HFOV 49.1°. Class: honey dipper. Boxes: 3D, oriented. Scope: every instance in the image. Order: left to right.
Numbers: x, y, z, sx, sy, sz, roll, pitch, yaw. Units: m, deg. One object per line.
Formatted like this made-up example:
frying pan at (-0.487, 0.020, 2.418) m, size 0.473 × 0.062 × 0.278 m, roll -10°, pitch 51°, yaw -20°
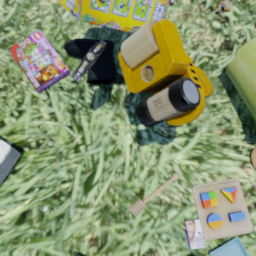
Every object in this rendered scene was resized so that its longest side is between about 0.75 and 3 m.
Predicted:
honey dipper at (0.836, 2.010, 8.690) m, size 1.868 × 0.355 × 0.355 m, roll -38°, pitch 78°, yaw -12°

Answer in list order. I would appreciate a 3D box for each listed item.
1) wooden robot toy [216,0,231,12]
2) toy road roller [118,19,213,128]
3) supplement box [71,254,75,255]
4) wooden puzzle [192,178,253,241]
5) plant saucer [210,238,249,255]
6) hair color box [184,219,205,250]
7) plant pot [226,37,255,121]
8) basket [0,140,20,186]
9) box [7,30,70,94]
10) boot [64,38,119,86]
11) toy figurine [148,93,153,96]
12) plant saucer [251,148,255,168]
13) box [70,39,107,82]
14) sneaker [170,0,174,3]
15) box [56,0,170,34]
wooden robot toy at (3.688, -4.581, 10.502) m, size 0.462 × 0.449 × 1.019 m, roll 42°, pitch 76°, yaw -26°
toy road roller at (0.895, -1.090, 5.992) m, size 1.558 × 1.312 × 2.135 m, roll -12°, pitch 80°, yaw -44°
supplement box at (-1.426, 4.862, 7.384) m, size 1.304 × 1.312 × 2.395 m, roll 17°, pitch 75°, yaw 5°
wooden puzzle at (2.881, 2.464, 8.520) m, size 1.533 × 0.383 × 1.655 m, roll -9°, pitch 75°, yaw -3°
plant saucer at (3.473, 4.705, 7.985) m, size 1.013 × 0.275 × 2.898 m, roll -27°, pitch 76°, yaw -7°
hair color box at (1.988, 3.181, 8.396) m, size 0.437 × 0.259 × 0.800 m, roll -9°, pitch 73°, yaw -2°
plant pot at (4.523, -1.403, 8.601) m, size 2.790 × 2.790 × 2.565 m, roll -26°, pitch 64°, yaw -7°
basket at (-4.348, 0.942, 8.505) m, size 1.497 × 1.204 × 1.484 m, roll 29°, pitch 77°, yaw 8°
box at (-3.124, -2.329, 9.810) m, size 1.323 × 0.378 × 1.933 m, roll -35°, pitch 78°, yaw -9°
boot at (-1.276, -2.237, 9.650) m, size 1.888 × 0.699 × 1.547 m, roll -2°, pitch 75°, yaw -4°
toy figurine at (0.907, -1.754, 9.465) m, size 1.090 × 0.758 × 1.073 m, roll -30°, pitch 77°, yaw -7°
plant saucer at (4.435, 1.015, 9.018) m, size 0.989 × 0.175 × 0.989 m, roll 0°, pitch 75°, yaw 0°
box at (-0.938, -1.673, 6.880) m, size 0.263 × 1.072 × 0.864 m, roll 36°, pitch 120°, yaw -12°
sneaker at (1.559, -5.133, 10.621) m, size 0.534 × 0.349 × 0.955 m, roll 14°, pitch 67°, yaw 7°
box at (-0.412, -3.279, 6.763) m, size 2.055 × 1.302 × 2.134 m, roll 2°, pitch 32°, yaw -29°
